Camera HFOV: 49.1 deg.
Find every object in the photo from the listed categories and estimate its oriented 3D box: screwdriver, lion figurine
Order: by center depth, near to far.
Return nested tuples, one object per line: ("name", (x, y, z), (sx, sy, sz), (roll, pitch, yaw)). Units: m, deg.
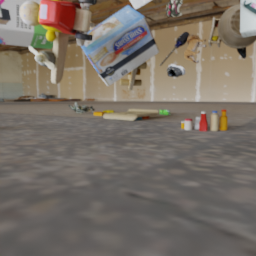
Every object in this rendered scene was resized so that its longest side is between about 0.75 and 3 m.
("lion figurine", (1.890, -2.337, 8.248), (0.641, 1.047, 0.379), (18, -26, 32))
("screwdriver", (1.716, -3.013, 10.721), (0.387, 0.371, 2.663), (15, 47, 34))

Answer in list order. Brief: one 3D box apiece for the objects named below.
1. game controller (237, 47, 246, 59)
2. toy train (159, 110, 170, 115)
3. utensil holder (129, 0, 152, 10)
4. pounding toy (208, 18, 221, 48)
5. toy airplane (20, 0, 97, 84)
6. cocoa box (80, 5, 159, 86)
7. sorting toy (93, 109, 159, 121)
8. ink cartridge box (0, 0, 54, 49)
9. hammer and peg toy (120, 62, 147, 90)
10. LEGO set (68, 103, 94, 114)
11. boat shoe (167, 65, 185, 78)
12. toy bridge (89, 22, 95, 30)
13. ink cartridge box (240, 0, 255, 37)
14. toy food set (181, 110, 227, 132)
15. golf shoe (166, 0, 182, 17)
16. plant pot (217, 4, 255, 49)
("game controller", (4.250, -2.992, 10.515), (0.493, 0.946, 0.199), (32, -42, -15))
("toy train", (1.992, -0.844, 15.159), (0.206, 0.278, 0.987), (-3, 7, -23))
("utensil holder", (0.231, -2.983, 4.968), (1.109, 1.304, 1.109), (-30, 22, 13))
("pounding toy", (3.397, -3.524, 10.115), (0.756, 1.317, 0.753), (11, -22, 22))
("toy airplane", (-1.708, -2.736, 6.921), (1.768, 2.506, 2.495), (6, -28, -9))
("cocoa box", (-0.362, -2.896, 9.833), (2.263, 1.485, 1.509), (-33, 44, 1))
("sorting toy", (-0.174, -0.576, 12.879), (2.651, 0.355, 1.975), (5, 13, 37))
("ink cartridge box", (-3.496, -3.497, 7.627), (2.940, 2.129, 1.234), (-1, -2, -25))
("hammer and peg toy", (0.171, -3.239, 12.018), (0.981, 2.781, 2.046), (0, -20, -6))
("LEGO set", (-2.583, -0.979, 15.947), (1.397, 0.610, 2.151), (6, -4, 30))
("boat shoe", (1.135, -1.401, 7.089), (0.283, 0.299, 0.854), (-28, 23, -9))
("toy bridge", (-1.533, -4.229, 12.571), (0.273, 2.003, 0.673), (-19, -32, -9))
("ink cartridge box", (2.440, -2.190, 4.752), (0.978, 1.126, 0.245), (-1, -10, 35))
("toy food set", (2.271, -0.246, 8.538), (1.393, 0.627, 0.665), (4, 8, 28))
("golf shoe", (1.302, -3.607, 7.748), (0.450, 1.022, 0.395), (7, 35, 14))
("plant pot", (3.657, -3.343, 9.029), (1.444, 1.444, 1.253), (2, 11, 16))
